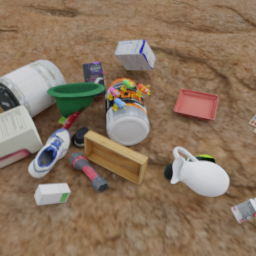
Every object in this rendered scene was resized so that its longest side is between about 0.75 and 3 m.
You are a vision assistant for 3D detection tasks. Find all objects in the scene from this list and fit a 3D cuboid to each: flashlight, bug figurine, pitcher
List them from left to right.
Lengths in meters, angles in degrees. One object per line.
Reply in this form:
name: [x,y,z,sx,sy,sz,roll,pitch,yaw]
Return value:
flashlight: [-1.390,1.526,9.668,0.576,0.578,1.702,-35,53,-18]
bug figurine: [-0.052,-1.297,10.345,1.634,0.420,1.267,-34,50,-23]
pitcher: [2.211,1.355,8.857,1.720,1.042,1.475,20,43,-13]

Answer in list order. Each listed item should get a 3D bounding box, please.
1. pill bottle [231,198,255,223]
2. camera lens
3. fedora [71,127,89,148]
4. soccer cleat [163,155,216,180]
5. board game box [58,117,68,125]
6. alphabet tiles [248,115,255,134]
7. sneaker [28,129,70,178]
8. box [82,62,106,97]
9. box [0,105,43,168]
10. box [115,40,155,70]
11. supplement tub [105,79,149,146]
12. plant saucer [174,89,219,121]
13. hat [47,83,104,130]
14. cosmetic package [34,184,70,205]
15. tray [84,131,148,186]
pill bottle: [3.576,2.427,8.300,0.863,0.492,0.492,-31,42,17]
camera lens: [-4.127,-1.568,11.814,1.951,1.951,2.439,28,48,26]
fedora: [-1.794,0.302,11.008,0.976,0.446,0.976,0,45,0]
soccer cleat: [2.122,1.322,9.672,1.873,0.759,0.632,-16,87,-15]
board game box: [-2.482,-0.501,12.020,0.529,0.166,1.108,18,49,10]
alphabet tiles: [6.191,-0.149,11.742,1.787,0.068,2.148,32,53,28]
sneaker: [-2.546,0.790,9.686,0.799,0.935,2.122,36,51,-12]
box: [-1.514,-2.159,12.707,0.891,1.458,0.773,-7,1,-1]
box: [-4.476,0.414,10.127,2.262,1.232,1.446,-25,50,-14]
box: [0.368,-3.577,13.908,1.525,1.403,0.800,7,71,29]
supplement tub: [-0.110,-0.724,11.231,1.615,1.615,2.636,-4,45,-4]
plant saucer: [3.031,-0.986,12.429,1.724,0.316,1.721,13,46,14]
hat: [-2.159,-0.493,11.353,2.579,2.270,2.136,-12,23,-24]
cosmetic package: [-2.397,2.091,8.866,0.958,0.515,0.406,3,35,-40]
tray: [-0.460,1.026,9.683,2.298,1.133,0.426,23,45,19]
